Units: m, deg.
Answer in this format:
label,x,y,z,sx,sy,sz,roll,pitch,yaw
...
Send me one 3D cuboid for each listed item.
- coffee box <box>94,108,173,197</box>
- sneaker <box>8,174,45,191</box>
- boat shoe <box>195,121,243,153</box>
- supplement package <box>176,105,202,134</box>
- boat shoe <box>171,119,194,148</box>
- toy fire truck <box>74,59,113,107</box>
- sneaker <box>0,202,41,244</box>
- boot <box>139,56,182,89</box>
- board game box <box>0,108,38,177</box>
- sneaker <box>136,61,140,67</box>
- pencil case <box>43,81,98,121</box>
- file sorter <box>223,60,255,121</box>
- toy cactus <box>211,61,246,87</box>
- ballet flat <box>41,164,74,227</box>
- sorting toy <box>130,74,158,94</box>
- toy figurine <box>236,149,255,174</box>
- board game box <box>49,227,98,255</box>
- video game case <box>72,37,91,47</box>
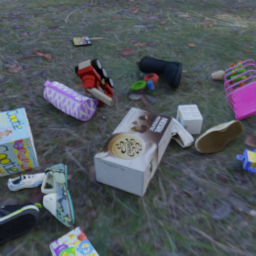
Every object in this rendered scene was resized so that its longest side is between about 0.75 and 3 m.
label,x,y,z,sx,sy,sz,roll,pitch,yaw
coffee box,0.266,0.597,8.365,1.454,1.026,2.572,15,41,20
sneaker,-2.794,1.464,7.798,1.036,0.375,0.372,-13,42,-22
boat shoe,2.884,0.288,9.178,1.903,0.686,0.618,-25,8,-22
supplement package,2.129,-0.285,9.799,0.648,0.653,0.861,-3,38,-4
boat shoe,1.592,0.163,9.399,0.467,0.474,1.337,-23,54,-23
toy fire truck,-1.066,-1.367,10.369,1.249,1.708,1.941,-16,57,15
sneaker,-3.050,2.300,6.682,1.949,0.699,0.807,-12,20,-19
boot,1.398,-2.490,12.397,1.899,0.863,2.260,10,32,7
board game box,-4.117,0.593,8.050,2.607,1.343,1.367,-14,46,-17
sneaker,0.797,-3.098,13.747,0.830,0.292,0.313,17,23,15
pencil case,-2.218,-1.022,10.491,2.209,0.944,0.927,25,74,32
file sorter,4.369,-1.494,10.453,1.331,1.201,1.915,-25,29,30
toy cactus,4.491,-2.355,12.501,1.424,0.883,1.726,-6,37,24
ballet flat,-1.854,1.720,7.192,0.775,0.775,2.088,-10,30,-13
sorting toy,0.791,-1.746,11.860,1.369,0.562,0.823,-36,34,-21
toy figurine,3.817,0.757,8.269,1.159,1.021,1.935,4,37,14
board game box,-0.927,2.892,5.708,0.715,0.728,1.388,-25,45,-28
video game case,-2.669,-4.962,16.164,0.967,0.136,1.070,-9,40,-11
